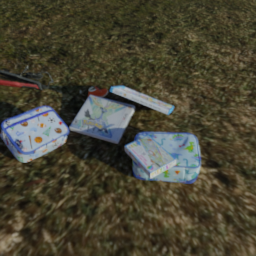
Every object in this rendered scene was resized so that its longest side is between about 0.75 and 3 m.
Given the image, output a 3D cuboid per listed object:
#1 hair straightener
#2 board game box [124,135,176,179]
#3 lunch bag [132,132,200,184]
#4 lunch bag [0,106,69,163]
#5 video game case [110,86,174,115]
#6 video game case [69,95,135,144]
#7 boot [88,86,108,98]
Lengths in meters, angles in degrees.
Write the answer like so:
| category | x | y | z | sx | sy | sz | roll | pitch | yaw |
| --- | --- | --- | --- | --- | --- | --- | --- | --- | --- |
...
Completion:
| category | x | y | z | sx | sy | sz | roll | pitch | yaw |
| --- | --- | --- | --- | --- | --- | --- | --- | --- | --- |
| hair straightener | -4.860 | -2.443 | 13.206 | 2.917 | 0.597 | 1.123 | 8 | 77 | 11 |
| board game box | 0.655 | 0.840 | 8.619 | 0.946 | 0.241 | 1.408 | -24 | 43 | -22 |
| lunch bag | 1.265 | 0.918 | 9.361 | 2.205 | 0.909 | 1.772 | 1 | 41 | 4 |
| lunch bag | -3.348 | 0.144 | 9.942 | 2.144 | 0.810 | 1.718 | -28 | 70 | -40 |
| video game case | 0.622 | -1.165 | 11.391 | 2.444 | 0.218 | 1.749 | 23 | 15 | 10 |
| video game case | -1.004 | -0.400 | 11.134 | 2.063 | 0.227 | 1.880 | 15 | 55 | 16 |
| boot | -1.345 | -1.645 | 12.643 | 1.063 | 0.570 | 0.399 | -26 | 42 | -33 |
